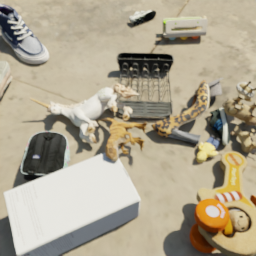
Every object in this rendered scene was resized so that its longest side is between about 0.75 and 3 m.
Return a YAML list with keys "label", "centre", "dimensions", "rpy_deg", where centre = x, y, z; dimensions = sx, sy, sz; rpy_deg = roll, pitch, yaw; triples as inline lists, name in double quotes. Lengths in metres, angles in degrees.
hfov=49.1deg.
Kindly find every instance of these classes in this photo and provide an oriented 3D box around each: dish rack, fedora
- label: "dish rack"
  centre: [0.568, -1.453, 9.459]
  dimensions: [2.026, 0.720, 2.641]
  rpy_deg: [1, 52, 2]
- label: "fedora"
  centre: [2.747, -1.219, 9.267]
  dimensions: [1.145, 1.012, 0.517]
  rpy_deg: [-23, 87, -60]

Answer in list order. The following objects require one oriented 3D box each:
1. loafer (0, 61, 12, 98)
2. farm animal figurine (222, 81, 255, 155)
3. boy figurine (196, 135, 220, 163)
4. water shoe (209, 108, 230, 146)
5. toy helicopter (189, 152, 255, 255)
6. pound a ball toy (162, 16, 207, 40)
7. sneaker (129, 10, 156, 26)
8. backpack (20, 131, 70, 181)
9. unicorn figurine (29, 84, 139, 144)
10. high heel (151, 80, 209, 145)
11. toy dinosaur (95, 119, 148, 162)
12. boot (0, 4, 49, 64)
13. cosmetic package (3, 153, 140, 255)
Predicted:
- label: "loafer"
  centre: [-4.367, -1.197, 9.129]
  dimensions: [0.846, 0.740, 2.354]
  rpy_deg: [-1, 51, 12]
- label: "farm animal figurine"
  centre: [3.540, -0.262, 8.353]
  dimensions: [1.743, 0.919, 1.763]
  rpy_deg: [42, 71, 3]
- label: "boy figurine"
  centre: [2.294, 0.643, 8.039]
  dimensions: [0.605, 0.313, 0.973]
  rpy_deg: [30, 58, 24]
- label: "water shoe"
  centre: [2.768, 0.005, 8.542]
  dimensions: [0.531, 0.481, 1.346]
  rpy_deg: [-11, 46, 23]
- label: "toy helicopter"
  centre: [2.669, 1.679, 6.764]
  dimensions: [1.965, 1.172, 2.972]
  rpy_deg: [10, 41, 14]
- label: "pound a ball toy"
  centre: [2.423, -4.153, 11.673]
  dimensions: [1.959, 0.832, 1.277]
  rpy_deg: [-3, 26, -2]
- label: "sneaker"
  centre: [0.627, -4.978, 12.392]
  dimensions: [1.309, 0.485, 0.579]
  rpy_deg: [-26, 58, -20]
- label: "backpack"
  centre: [-2.139, 0.781, 7.468]
  dimensions: [1.169, 0.992, 1.317]
  rpy_deg: [3, 63, -3]
- label: "unicorn figurine"
  centre: [-1.213, -0.515, 8.492]
  dimensions: [2.844, 1.050, 1.954]
  rpy_deg: [-24, 43, -18]
- label: "high heel"
  centre: [1.602, -0.632, 8.475]
  dimensions: [1.486, 0.744, 2.085]
  rpy_deg: [14, 77, 5]
- label: "toy dinosaur"
  centre: [-0.209, 0.051, 7.712]
  dimensions: [1.343, 0.764, 2.529]
  rpy_deg: [10, 20, -9]
- label: "boot"
  centre: [-4.199, -3.629, 10.789]
  dimensions: [2.894, 1.307, 1.053]
  rpy_deg: [37, 60, 26]
- label: "cosmetic package"
  centre: [-1.253, 1.817, 6.602]
  dimensions: [2.778, 1.127, 1.567]
  rpy_deg: [-18, 54, -15]
